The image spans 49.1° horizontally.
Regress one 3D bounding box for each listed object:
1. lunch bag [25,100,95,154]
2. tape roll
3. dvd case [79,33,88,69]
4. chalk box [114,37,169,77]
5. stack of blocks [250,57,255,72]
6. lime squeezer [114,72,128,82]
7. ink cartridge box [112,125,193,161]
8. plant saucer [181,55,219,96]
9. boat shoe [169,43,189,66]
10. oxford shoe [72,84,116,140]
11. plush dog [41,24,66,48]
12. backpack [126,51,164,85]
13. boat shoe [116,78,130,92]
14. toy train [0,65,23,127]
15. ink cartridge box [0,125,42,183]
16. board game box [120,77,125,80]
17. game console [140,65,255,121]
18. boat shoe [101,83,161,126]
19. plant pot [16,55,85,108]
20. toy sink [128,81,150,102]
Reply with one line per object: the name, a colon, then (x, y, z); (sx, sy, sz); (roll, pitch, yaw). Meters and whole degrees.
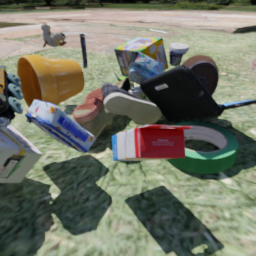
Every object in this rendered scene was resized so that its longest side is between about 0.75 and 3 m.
lunch bag: (-1.524, -0.018, 6.288); (1.231, 1.537, 0.581); (18, 73, 47)
tape roll: (2.042, 0.500, 8.110); (2.109, 0.507, 2.109); (0, 28, 0)
dvd case: (-1.379, -2.392, 8.726); (0.082, 1.026, 0.763); (-4, 17, -1)
chalk box: (0.398, -2.911, 11.626); (1.317, 1.323, 2.127); (-36, 36, -24)
stack of blocks: (4.265, -1.856, 8.277); (1.120, 0.645, 0.328); (8, 20, -20)
lime squeezer: (-0.245, -1.782, 10.101); (0.174, 0.325, 0.921); (38, 22, 28)
ink cartridge box: (0.452, 0.361, 5.874); (1.048, 0.607, 1.804); (2, -9, -23)
plant saucer: (2.399, -1.537, 9.590); (1.863, 1.863, 0.321); (-11, 30, -19)
boat shoe: (1.862, -2.666, 10.400); (0.656, 0.815, 1.758); (0, 22, 4)
oxford shoe: (-0.928, -0.641, 9.560); (1.028, 1.073, 2.906); (-5, 28, 27)
plush dog: (-2.921, -3.399, 10.849); (1.041, 0.835, 0.894); (28, 6, 3)
backpack: (0.605, -2.002, 9.828); (1.253, 0.944, 1.113); (17, -13, -7)
boat shoe: (-0.283, -1.297, 9.126); (0.457, 0.468, 1.237); (-5, 26, 22)
toy train: (-2.803, -0.801, 5.918); (0.761, 1.018, 1.787); (-30, 47, 7)
ink cartridge box: (-3.166, 0.318, 6.013); (1.664, 0.965, 2.298); (39, -3, 14)
board game box: (0.777, -2.430, 13.753); (2.310, 0.346, 1.104); (-25, 38, -34)
game console: (2.147, -1.127, 8.806); (1.687, 2.550, 2.899); (-46, 14, -15)
boat shoe: (0.149, -0.758, 8.784); (2.525, 0.917, 0.792); (18, 37, -47)
plant pot: (-1.957, -1.224, 7.358); (1.359, 1.485, 1.485); (-21, 35, -35)
toy sink: (0.317, -1.256, 10.448); (0.658, 1.174, 0.765); (9, 45, 28)
